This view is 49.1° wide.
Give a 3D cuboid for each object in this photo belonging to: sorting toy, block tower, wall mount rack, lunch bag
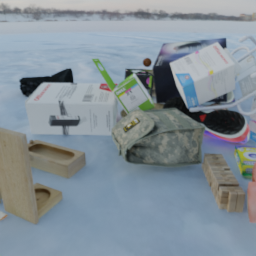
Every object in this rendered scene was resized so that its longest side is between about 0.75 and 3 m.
[{"bbox_3d":[0.794,-0.357,9.901,2.025,0.364,2.719,12,26,15],"label":"sorting toy"},{"bbox_3d":[2.063,1.135,6.252,0.456,0.488,1.690,0,22,0],"label":"block tower"},{"bbox_3d":[2.944,-1.468,8.428,0.985,2.295,2.641,27,48,-31],"label":"wall mount rack"},{"bbox_3d":[0.640,0.224,7.334,2.088,1.228,1.713,-5,19,-13],"label":"lunch bag"}]

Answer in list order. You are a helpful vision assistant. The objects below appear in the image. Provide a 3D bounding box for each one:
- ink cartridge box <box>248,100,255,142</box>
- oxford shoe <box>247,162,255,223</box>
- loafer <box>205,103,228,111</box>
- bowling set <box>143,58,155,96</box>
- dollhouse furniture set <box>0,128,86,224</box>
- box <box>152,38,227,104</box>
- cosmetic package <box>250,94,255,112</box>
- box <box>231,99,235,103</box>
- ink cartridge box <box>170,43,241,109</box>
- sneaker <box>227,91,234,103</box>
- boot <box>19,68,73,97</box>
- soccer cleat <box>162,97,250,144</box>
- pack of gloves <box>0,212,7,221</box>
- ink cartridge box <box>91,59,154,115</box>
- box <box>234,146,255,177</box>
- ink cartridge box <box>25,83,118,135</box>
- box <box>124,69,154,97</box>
[{"bbox_3d":[4.170,-0.228,8.458,0.867,1.200,0.508,-9,24,-19],"label":"ink cartridge box"},{"bbox_3d":[2.816,1.199,5.359,0.848,0.813,2.296,-3,12,28],"label":"oxford shoe"},{"bbox_3d":[3.183,-0.528,10.023,0.557,0.637,1.771,-9,15,7],"label":"loafer"},{"bbox_3d":[1.302,-2.523,13.416,1.229,1.593,2.289,-10,29,-26],"label":"bowling set"},{"bbox_3d":[-2.155,0.402,6.234,2.121,1.817,2.230,12,26,25],"label":"dollhouse furniture set"},{"bbox_3d":[2.510,-2.280,11.042,2.640,1.640,2.662,-1,35,18],"label":"box"},{"bbox_3d":[5.736,-0.757,10.063,2.276,0.924,1.285,-9,25,-18],"label":"cosmetic package"},{"bbox_3d":[4.180,-1.294,11.907,0.818,0.287,0.263,9,27,-2],"label":"box"},{"bbox_3d":[2.344,-1.583,8.392,1.765,1.105,1.134,-22,52,7],"label":"ink cartridge box"},{"bbox_3d":[3.511,-1.468,11.986,2.246,0.842,0.949,19,16,37],"label":"sneaker"},{"bbox_3d":[-3.853,-2.201,13.477,2.115,0.955,2.581,-5,22,3],"label":"boot"},{"bbox_3d":[2.347,-0.202,8.836,2.958,1.082,1.009,21,76,44],"label":"soccer cleat"},{"bbox_3d":[-3.135,1.669,5.318,1.224,0.242,1.028,13,26,28],"label":"pack of gloves"},{"bbox_3d":[-0.122,-1.412,8.586,0.805,2.126,1.572,-32,11,10],"label":"ink cartridge box"},{"bbox_3d":[3.172,0.860,7.102,0.741,0.305,1.263,3,25,10],"label":"box"},{"bbox_3d":[-1.739,-0.685,9.357,2.703,1.132,1.950,2,28,1],"label":"ink cartridge box"},{"bbox_3d":[0.456,-2.013,12.669,0.908,1.085,1.461,-3,23,-18],"label":"box"}]
